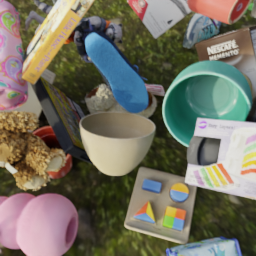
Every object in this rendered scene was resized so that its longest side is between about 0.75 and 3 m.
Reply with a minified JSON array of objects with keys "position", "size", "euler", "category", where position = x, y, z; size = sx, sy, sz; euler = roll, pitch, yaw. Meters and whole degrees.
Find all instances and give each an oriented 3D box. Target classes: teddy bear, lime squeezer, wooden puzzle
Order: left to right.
[{"position":[-2.566,0.288,5.760],"size":[2.667,1.934,0.890],"euler":[23,36,-11],"category":"teddy bear"},{"position":[0.946,2.046,7.768],"size":[1.733,0.433,1.871],"euler":[13,59,8],"category":"wooden puzzle"},{"position":[3.902,-3.766,9.086],"size":[1.415,0.500,0.267],"euler":[-1,70,47],"category":"lime squeezer"}]

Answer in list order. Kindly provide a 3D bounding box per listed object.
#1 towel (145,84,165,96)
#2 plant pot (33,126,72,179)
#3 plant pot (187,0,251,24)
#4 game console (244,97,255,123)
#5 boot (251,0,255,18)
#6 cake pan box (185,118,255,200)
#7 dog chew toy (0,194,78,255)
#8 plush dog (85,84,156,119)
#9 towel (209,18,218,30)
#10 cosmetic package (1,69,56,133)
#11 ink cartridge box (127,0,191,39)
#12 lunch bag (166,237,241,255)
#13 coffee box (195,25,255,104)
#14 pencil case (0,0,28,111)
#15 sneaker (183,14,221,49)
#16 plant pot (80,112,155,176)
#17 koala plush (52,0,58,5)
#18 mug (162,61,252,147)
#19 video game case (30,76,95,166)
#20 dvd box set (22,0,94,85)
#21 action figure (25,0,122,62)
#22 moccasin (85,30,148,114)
[{"position":[0.566,-1.330,9.191],"size":[1.284,1.755,0.263],"euler":[14,94,9],"category":"towel"},{"position":[-2.163,0.815,8.033],"size":[1.272,1.237,1.272],"euler":[1,59,-2],"category":"plant pot"},{"position":[2.274,-3.191,6.782],"size":[1.280,1.280,1.132],"euler":[-37,65,-20],"category":"plant pot"},{"position":[2.904,-0.399,5.029],"size":[2.252,1.328,0.271],"euler":[-3,30,-37],"category":"game console"},{"position":[3.670,-3.634,7.338],"size":[0.581,1.598,0.722],"euler":[25,84,14],"category":"boot"},{"position":[1.548,0.443,4.379],"size":[1.211,0.317,1.115],"euler":[8,76,31],"category":"cake pan box"},{"position":[-2.566,2.343,7.023],"size":[2.496,1.554,1.554],"euler":[7,58,12],"category":"dog chew toy"},{"position":[-0.072,-0.533,8.669],"size":[1.997,2.325,1.866],"euler":[-20,94,-1],"category":"plush dog"},{"position":[2.604,-3.539,8.911],"size":[0.096,0.840,0.603],"euler":[-29,54,26],"category":"towel"},{"position":[-3.380,-0.463,8.521],"size":[1.084,1.536,2.967],"euler":[30,53,-26],"category":"cosmetic package"},{"position":[1.165,-3.768,8.054],"size":[1.402,1.910,0.792],"euler":[48,29,-17],"category":"ink cartridge box"},{"position":[1.890,3.635,6.437],"size":[1.580,1.184,1.858],"euler":[-9,74,-7],"category":"lunch bag"},{"position":[2.684,-1.095,6.733],"size":[0.953,1.350,2.388],"euler":[-29,106,-39],"category":"coffee box"},{"position":[-3.120,-1.807,6.785],"size":[1.199,1.199,2.743],"euler":[-10,71,-6],"category":"pencil case"},{"position":[3.079,-4.055,11.192],"size":[1.132,1.018,2.622],"euler":[28,63,13],"category":"sneaker"},{"position":[-0.273,0.428,6.485],"size":[1.694,1.137,1.694],"euler":[4,21,-2],"category":"plant pot"},{"position":[-2.260,-4.722,9.717],"size":[1.016,1.053,1.146],"euler":[-19,42,-2],"category":"koala plush"},{"position":[1.762,-0.388,5.945],"size":[1.690,2.057,1.272],"euler":[-15,21,29],"category":"mug"},{"position":[-1.590,-0.104,8.011],"size":[0.333,2.357,2.609],"euler":[-36,63,6],"category":"video game case"},{"position":[-1.583,-2.173,6.093],"size":[2.198,0.323,1.608],"euler":[-46,36,20],"category":"dvd box set"},{"position":[-1.407,-2.839,7.802],"size":[2.622,2.710,1.418],"euler":[6,85,-9],"category":"action figure"},{"position":[-0.158,-1.312,6.415],"size":[0.894,2.223,0.758],"euler":[-24,38,9],"category":"moccasin"}]
